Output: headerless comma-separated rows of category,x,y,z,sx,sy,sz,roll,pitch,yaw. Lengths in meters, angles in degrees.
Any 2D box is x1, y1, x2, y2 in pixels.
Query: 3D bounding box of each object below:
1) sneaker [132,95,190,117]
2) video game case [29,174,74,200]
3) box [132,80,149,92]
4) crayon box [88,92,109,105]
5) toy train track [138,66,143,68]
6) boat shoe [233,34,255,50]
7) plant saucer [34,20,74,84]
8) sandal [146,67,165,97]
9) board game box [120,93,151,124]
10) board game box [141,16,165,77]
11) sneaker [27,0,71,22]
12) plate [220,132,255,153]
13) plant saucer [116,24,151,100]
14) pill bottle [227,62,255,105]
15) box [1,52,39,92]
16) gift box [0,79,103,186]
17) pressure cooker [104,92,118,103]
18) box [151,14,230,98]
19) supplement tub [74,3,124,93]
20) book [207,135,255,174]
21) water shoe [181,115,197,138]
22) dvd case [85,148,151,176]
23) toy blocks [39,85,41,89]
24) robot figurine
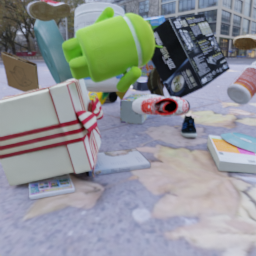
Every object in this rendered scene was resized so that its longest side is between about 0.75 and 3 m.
sneaker,0.757,-0.647,8.003,1.840,0.614,0.986,6,6,28
video game case,-1.890,1.403,6.844,1.009,0.120,0.919,-6,18,-20
box,1.109,-3.200,21.004,1.162,0.716,1.153,-13,22,-35
crayon box,-1.711,-2.097,16.379,0.436,1.291,1.497,31,-5,-37
toy train track,-0.364,-2.084,8.778,1.200,0.340,2.091,-26,39,-38
boat shoe,4.540,-3.213,10.395,1.419,0.523,0.491,2,42,-6
plant saucer,-2.583,-2.495,9.771,0.538,2.994,2.994,-26,25,-16
sandal,1.039,-1.391,9.600,0.424,1.555,0.635,13,-37,-41
board game box,0.390,-0.945,13.012,1.012,1.030,1.964,5,17,16
board game box,1.039,-3.924,13.950,2.157,2.851,0.522,13,37,43
sneaker,-2.209,-3.051,7.223,0.757,0.479,1.345,20,29,26
plate,3.910,0.452,9.069,1.787,0.228,1.787,15,15,-4
plant saucer,0.075,-3.093,12.798,0.663,2.737,2.736,20,47,-16
pill bottle,4.537,-1.722,10.513,1.660,0.931,0.931,-45,36,-19
box,-4.505,-2.216,11.857,1.507,1.844,0.196,21,51,3
gift box,-1.869,0.098,7.487,2.421,2.593,2.393,-14,19,5
pressure cooker,-1.141,-1.940,16.692,0.891,0.796,0.784,14,25,37
box,2.144,-2.583,9.928,1.263,2.401,2.932,-24,7,41
supplement tub,-1.014,-2.855,10.462,1.927,2.921,1.927,-1,2,0
book,3.179,0.776,8.433,1.262,0.454,1.890,5,18,5
water shoe,2.321,-0.084,10.857,0.570,0.630,1.595,1,17,3
dvd case,-0.419,0.966,8.217,1.827,0.160,1.304,-6,18,-17
toy blocks,-3.756,-1.358,14.612,1.572,1.682,1.416,-18,54,-16
robot figurine,-0.354,-1.823,6.419,2.158,1.893,1.248,-22,-13,-8
